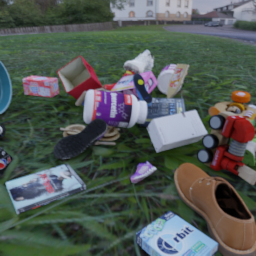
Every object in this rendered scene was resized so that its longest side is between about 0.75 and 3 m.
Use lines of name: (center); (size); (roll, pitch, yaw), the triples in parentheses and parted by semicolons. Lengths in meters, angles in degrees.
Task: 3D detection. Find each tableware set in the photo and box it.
tableware set: (-1.342, 0.100, 10.157); (2.066, 0.414, 1.366); (2, 24, 5)

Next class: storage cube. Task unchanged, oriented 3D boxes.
storage cube: (-2.217, -2.251, 13.145); (1.546, 1.390, 1.322); (-32, 68, 8)

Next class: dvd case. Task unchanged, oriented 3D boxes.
dvd case: (-2.156, 1.515, 7.295); (1.734, 0.191, 1.265); (-13, 28, -29)

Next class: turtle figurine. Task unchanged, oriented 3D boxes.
turtle figurine: (4.614, 0.414, 8.804); (1.894, 2.632, 2.552); (36, 58, 13)

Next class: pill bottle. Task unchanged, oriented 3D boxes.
pill bottle: (-0.464, -0.643, 9.910); (2.125, 1.195, 1.195); (5, 23, -13)
pill bottle: (2.369, -2.736, 15.372); (1.306, 1.306, 2.326); (6, 25, 12)

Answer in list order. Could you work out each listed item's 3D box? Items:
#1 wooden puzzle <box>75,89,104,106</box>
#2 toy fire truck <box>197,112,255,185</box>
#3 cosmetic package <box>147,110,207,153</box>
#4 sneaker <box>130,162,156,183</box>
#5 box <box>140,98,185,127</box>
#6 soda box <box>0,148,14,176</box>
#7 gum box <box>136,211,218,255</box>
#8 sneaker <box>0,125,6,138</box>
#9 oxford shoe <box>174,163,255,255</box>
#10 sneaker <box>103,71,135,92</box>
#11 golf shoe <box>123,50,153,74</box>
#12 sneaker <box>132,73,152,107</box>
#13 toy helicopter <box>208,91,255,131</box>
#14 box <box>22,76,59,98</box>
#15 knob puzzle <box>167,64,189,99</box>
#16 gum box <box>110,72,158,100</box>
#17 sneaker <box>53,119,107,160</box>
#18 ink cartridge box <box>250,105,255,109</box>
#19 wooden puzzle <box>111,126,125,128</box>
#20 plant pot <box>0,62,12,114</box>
wooden puzzle: (-1.645, -1.293, 12.252); (1.083, 1.003, 0.251); (-16, 71, -45)
toy fire truck: (2.900, 0.601, 7.510); (1.186, 1.623, 1.843); (-4, 26, -42)
cosmetic package: (1.570, 0.099, 9.116); (1.682, 0.683, 0.949); (-14, 69, -24)
sneaker: (0.351, 1.190, 7.647); (0.880, 0.354, 0.389); (-22, 69, -41)
box: (1.459, -0.669, 11.661); (1.765, 0.571, 2.239); (1, 24, 7)
soda box: (-4.311, 0.677, 8.075); (1.938, 0.686, 0.614); (19, 64, 23)
gum box: (0.939, 2.268, 5.508); (1.038, 0.272, 1.221); (-20, 31, -37)
sneaker: (-5.021, 0.211, 9.907); (1.575, 0.576, 0.881); (-5, -1, 22)
oxford shoe: (1.928, 1.473, 6.381); (1.059, 1.058, 2.970); (-8, 24, -14)
sneaker: (-0.118, -2.451, 14.817); (2.865, 1.216, 1.103); (-16, 26, -32)
golf shoe: (0.580, -3.271, 13.802); (1.017, 1.263, 2.597); (24, 16, 15)
sneaker: (0.512, -1.482, 11.240); (0.470, 1.425, 0.559); (-21, -12, -15)
toy helicopter: (4.298, -0.271, 10.202); (1.957, 1.167, 2.960); (-12, 32, -24)
box: (-4.572, -2.168, 14.686); (1.672, 0.858, 0.791); (7, 25, 19)
knob puzzle: (2.292, -2.109, 13.135); (0.266, 1.915, 1.915); (20, 21, -13)
gum box: (0.266, -1.862, 12.929); (2.096, 0.693, 1.190); (0, 43, 49)
sneaker: (-1.497, 0.510, 9.134); (1.917, 0.839, 0.726); (-32, 74, -18)
ink cartridge box: (5.436, -0.888, 12.703); (0.766, 0.142, 0.363); (-5, 25, -16)
wooden puzzle: (-0.520, -0.368, 11.525); (1.029, 0.122, 1.735); (-18, 31, -37)
plant pot: (-6.871, -1.648, 11.661); (2.592, 2.759, 2.759); (-8, 21, 19)
